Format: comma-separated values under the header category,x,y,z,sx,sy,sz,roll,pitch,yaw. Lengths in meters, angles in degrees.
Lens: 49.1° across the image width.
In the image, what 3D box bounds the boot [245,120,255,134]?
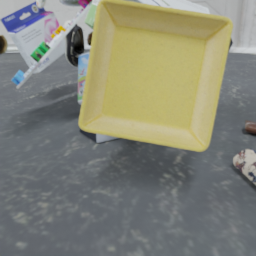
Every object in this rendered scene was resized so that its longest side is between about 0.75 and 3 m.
category,x,y,z,sx,sy,sz,roll,pitch,yaw
boot,4.054,0.146,8.153,1.600,0.514,1.491,21,16,38

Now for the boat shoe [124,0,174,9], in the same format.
category,x,y,z,sx,sy,sz,roll,pitch,yaw
boat shoe,0.254,-2.796,6.166,0.628,0.691,1.879,-31,69,-28

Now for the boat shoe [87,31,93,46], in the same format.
category,x,y,z,sx,sy,sz,roll,pitch,yaw
boat shoe,-0.939,-3.572,10.560,1.504,0.541,0.511,-29,41,33

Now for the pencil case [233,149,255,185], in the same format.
category,x,y,z,sx,sy,sz,roll,pitch,yaw
pencil case,2.855,0.956,5.900,0.637,0.554,1.425,0,20,-11

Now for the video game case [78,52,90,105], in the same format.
category,x,y,z,sx,sy,sz,roll,pitch,yaw
video game case,-0.526,-1.718,8.328,2.068,0.228,1.882,-13,58,14

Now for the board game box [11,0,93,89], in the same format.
category,x,y,z,sx,sy,sz,roll,pitch,yaw
board game box,-2.511,-2.797,9.155,2.977,0.385,2.977,-14,40,55

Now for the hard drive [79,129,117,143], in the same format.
category,x,y,z,sx,sy,sz,roll,pitch,yaw
hard drive,-0.480,-0.045,8.859,1.834,0.388,1.237,-14,24,-33

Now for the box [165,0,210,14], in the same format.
category,x,y,z,sx,sy,sz,roll,pitch,yaw
box,1.566,-2.778,8.631,2.043,1.342,2.053,6,60,-28

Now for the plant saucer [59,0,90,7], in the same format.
category,x,y,z,sx,sy,sz,roll,pitch,yaw
plant saucer,-1.114,-4.513,8.949,2.316,0.581,2.316,-11,11,2

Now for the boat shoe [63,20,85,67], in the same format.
category,x,y,z,sx,sy,sz,roll,pitch,yaw
boat shoe,-2.191,-3.429,11.897,0.683,2.264,0.836,32,57,19

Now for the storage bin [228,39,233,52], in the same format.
category,x,y,z,sx,sy,sz,roll,pitch,yaw
storage bin,2.885,-3.099,10.857,1.645,1.141,2.434,-8,35,40

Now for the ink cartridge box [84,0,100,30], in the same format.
category,x,y,z,sx,sy,sz,roll,pitch,yaw
ink cartridge box,-0.875,-3.526,8.777,0.324,0.985,1.353,25,8,8

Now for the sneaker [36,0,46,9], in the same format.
category,x,y,z,sx,sy,sz,roll,pitch,yaw
sneaker,-3.403,-5.201,10.970,0.374,1.062,0.496,33,26,-4

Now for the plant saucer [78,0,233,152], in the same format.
category,x,y,z,sx,sy,sz,roll,pitch,yaw
plant saucer,0.404,-0.822,4.530,2.084,2.084,0.505,10,6,2

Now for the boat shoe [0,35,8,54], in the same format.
category,x,y,z,sx,sy,sz,roll,pitch,yaw
boat shoe,-3.601,-2.036,7.232,0.970,0.969,2.623,-10,16,-14

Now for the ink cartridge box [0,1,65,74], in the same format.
category,x,y,z,sx,sy,sz,roll,pitch,yaw
ink cartridge box,-3.601,-3.751,11.363,0.498,2.301,2.259,1,40,35
